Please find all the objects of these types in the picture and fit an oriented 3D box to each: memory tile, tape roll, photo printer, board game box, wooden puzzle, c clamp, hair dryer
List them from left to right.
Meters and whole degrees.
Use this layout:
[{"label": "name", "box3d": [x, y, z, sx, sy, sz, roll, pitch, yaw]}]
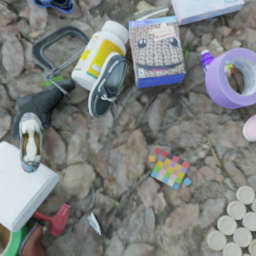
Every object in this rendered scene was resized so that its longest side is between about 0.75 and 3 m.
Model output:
[{"label": "tape roll", "box3d": [-5.033, 3.843, 10.137, 2.534, 0.609, 2.534, 0, 80, 0]}, {"label": "photo printer", "box3d": [-4.260, 1.904, 9.922, 2.797, 0.971, 2.327, 29, 63, 17]}, {"label": "hair dryer", "box3d": [-2.915, 3.304, 10.056, 1.964, 0.534, 1.496, -26, 109, -8]}, {"label": "c clamp", "box3d": [-2.469, -2.866, 11.149, 2.428, 0.385, 2.842, 37, 64, 7]}, {"label": "board game box", "box3d": [1.100, -2.949, 11.067, 1.868, 1.135, 2.343, -8, 81, -1]}, {"label": "wooden puzzle", "box3d": [1.608, 1.605, 10.776, 1.877, 0.132, 1.113, 27, 81, 5]}, {"label": "board game box", "box3d": [3.112, -6.011, 11.884, 2.748, 0.596, 2.735, -14, 80, -3]}, {"label": "tape roll", "box3d": [4.133, -1.856, 10.733, 2.158, 0.917, 2.158, 1, 84, -14]}, {"label": "memory tile", "box3d": [4.379, 3.748, 10.356, 2.063, 0.226, 2.691, 36, 81, 6]}]

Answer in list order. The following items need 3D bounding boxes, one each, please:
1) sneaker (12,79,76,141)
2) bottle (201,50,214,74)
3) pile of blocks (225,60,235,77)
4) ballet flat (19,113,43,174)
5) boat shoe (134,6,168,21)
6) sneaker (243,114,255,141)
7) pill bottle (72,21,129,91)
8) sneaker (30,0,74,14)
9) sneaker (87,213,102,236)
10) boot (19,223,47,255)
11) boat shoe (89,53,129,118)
[{"label": "sneaker", "box3d": [-3.218, -0.676, 10.850, 2.918, 0.876, 1.522, -21, 81, 1]}, {"label": "bottle", "box3d": [3.331, -2.475, 11.341, 0.566, 0.443, 1.356, -19, 81, -3]}, {"label": "pile of blocks", "box3d": [3.224, -1.960, 8.862, 0.279, 0.369, 0.899, -1, 38, 22]}, {"label": "ballet flat", "box3d": [-3.249, 0.363, 9.437, 0.814, 0.814, 2.262, -9, 65, -2]}, {"label": "boat shoe", "box3d": [0.957, -4.806, 11.718, 1.450, 0.518, 0.433, -21, 86, 0]}, {"label": "sneaker", "box3d": [5.699, -0.384, 10.513, 2.643, 1.382, 0.995, -26, 83, -3]}, {"label": "pill bottle", "box3d": [-0.981, -2.737, 10.876, 1.449, 1.449, 2.570, 25, 81, 4]}, {"label": "sneaker", "box3d": [-3.252, -5.427, 11.695, 1.988, 0.774, 0.697, 16, 81, 2]}, {"label": "sneaker", "box3d": [-1.222, 3.605, 10.360, 0.342, 0.319, 0.862, -31, 75, 4]}, {"label": "boot", "box3d": [-2.445, 4.751, 9.608, 2.646, 0.906, 2.491, 18, 94, 3]}, {"label": "boat shoe", "box3d": [-0.679, -1.345, 9.595, 0.904, 0.721, 2.390, 4, 115, -34]}]
